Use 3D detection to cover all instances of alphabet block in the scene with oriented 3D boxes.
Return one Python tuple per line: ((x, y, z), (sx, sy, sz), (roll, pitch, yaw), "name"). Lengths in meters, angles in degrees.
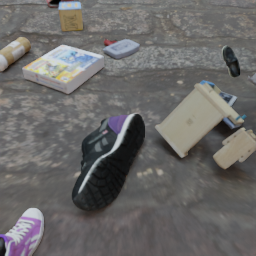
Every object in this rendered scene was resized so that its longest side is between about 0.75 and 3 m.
((-2.561, -5.019, 12.601), (0.953, 0.971, 0.948), (-4, 41, -5), "alphabet block")

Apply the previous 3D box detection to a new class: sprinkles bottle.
((-4.304, -2.734, 10.296), (0.593, 0.593, 1.737), (12, 42, 14), "sprinkles bottle")

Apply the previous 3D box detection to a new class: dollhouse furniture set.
((2.177, 0.021, 7.271), (2.112, 1.460, 2.237), (50, 27, 17), "dollhouse furniture set")

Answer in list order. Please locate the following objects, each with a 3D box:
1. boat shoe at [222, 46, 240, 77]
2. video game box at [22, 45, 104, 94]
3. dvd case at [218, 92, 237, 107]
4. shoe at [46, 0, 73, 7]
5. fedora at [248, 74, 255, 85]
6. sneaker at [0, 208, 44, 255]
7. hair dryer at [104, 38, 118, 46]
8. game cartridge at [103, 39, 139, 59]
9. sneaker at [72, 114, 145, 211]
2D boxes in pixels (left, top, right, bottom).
((2.751, -1.745, 7.400), (0.330, 0.882, 0.292), (-22, 18, -3), "boat shoe")
((-2.169, -2.103, 9.673), (1.905, 0.489, 2.091), (18, 45, 23), "video game box")
((2.850, -0.912, 8.604), (0.790, 0.098, 0.594), (25, 47, 25), "dvd case")
((-3.502, -6.949, 15.088), (1.789, 0.639, 0.814), (-17, 45, -11), "shoe")
((2.908, -0.960, 5.893), (0.665, 0.340, 0.752), (17, 28, -33), "fedora")
((-1.913, 1.901, 4.869), (0.529, 0.832, 1.459), (3, 40, 6), "sneaker")
((-0.679, -3.513, 11.460), (0.625, 0.223, 0.821), (0, 42, -2), "hair dryer")
((-0.218, -3.087, 10.971), (1.297, 0.265, 0.863), (-31, 47, -30), "game cartridge")
((-0.622, 0.702, 6.347), (1.177, 1.018, 2.688), (1, 37, 30), "sneaker")
